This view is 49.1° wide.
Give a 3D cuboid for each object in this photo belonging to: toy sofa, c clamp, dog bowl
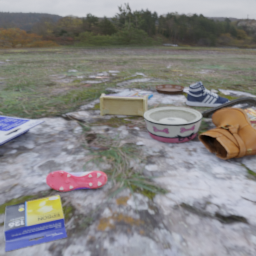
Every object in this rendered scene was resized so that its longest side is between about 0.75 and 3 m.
[{"bbox_3d":[-0.191,-1.105,13.222,2.213,0.916,1.080,3,22,8],"label":"toy sofa"},{"bbox_3d":[4.447,-0.762,11.612,2.608,0.353,2.228,-20,-17,37],"label":"c clamp"},{"bbox_3d":[1.697,-0.134,10.766,2.199,0.811,2.199,-2,21,1],"label":"dog bowl"}]

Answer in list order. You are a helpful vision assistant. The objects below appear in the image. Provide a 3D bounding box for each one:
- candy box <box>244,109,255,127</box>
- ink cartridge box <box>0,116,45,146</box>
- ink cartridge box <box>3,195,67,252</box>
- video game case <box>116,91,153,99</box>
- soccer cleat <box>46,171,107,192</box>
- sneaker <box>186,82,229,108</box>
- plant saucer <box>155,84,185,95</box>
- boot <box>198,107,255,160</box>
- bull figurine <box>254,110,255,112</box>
[{"bbox_3d":[5.071,-0.387,11.959,0.973,0.466,1.685,1,21,2],"label":"candy box"},{"bbox_3d":[-4.974,0.276,10.054,2.870,0.674,2.836,8,21,16],"label":"ink cartridge box"},{"bbox_3d":[-2.013,1.993,6.039,1.208,0.287,1.222,-7,20,-19],"label":"ink cartridge box"},{"bbox_3d":[0.321,-1.832,16.170,1.886,0.168,1.350,10,23,25],"label":"video game case"},{"bbox_3d":[-1.352,1.396,7.428,1.610,0.537,0.616,-4,-12,6],"label":"soccer cleat"},{"bbox_3d":[4.143,-1.729,14.430,2.221,1.205,0.778,1,21,2],"label":"sneaker"},{"bbox_3d":[2.574,-2.368,17.364,1.863,0.321,1.863,1,21,0],"label":"plant saucer"},{"bbox_3d":[3.373,0.121,9.879,2.278,1.085,2.945,-14,22,-22],"label":"boot"},{"bbox_3d":[6.021,-0.551,12.530,0.721,0.387,1.188,3,23,0],"label":"bull figurine"}]
